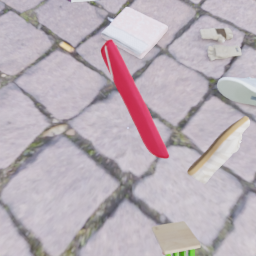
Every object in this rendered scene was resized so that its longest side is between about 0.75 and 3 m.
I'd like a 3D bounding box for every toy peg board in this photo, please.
[{"bbox_3d":[0.976,2.410,5.882,0.781,0.382,0.778,-4,18,-14],"label":"toy peg board"}]

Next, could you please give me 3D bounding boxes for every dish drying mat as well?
[{"bbox_3d":[0.088,-0.474,5.079,0.203,0.856,2.228,-28,101,-12],"label":"dish drying mat"}]

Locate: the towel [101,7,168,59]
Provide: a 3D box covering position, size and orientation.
[{"bbox_3d":[0.237,-3.715,10.732,1.945,0.314,1.858,32,67,14],"label":"towel"}]

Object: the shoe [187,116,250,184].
[{"bbox_3d":[2.020,0.491,6.040,0.465,0.609,1.743,42,107,9],"label":"shoe"}]

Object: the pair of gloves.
[{"bbox_3d":[3.427,-3.178,10.488,1.255,0.259,1.476,-10,65,-9],"label":"pair of gloves"}]

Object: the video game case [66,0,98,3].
[{"bbox_3d":[-0.803,-5.100,8.194,2.292,2.528,0.453,-27,51,-37],"label":"video game case"}]

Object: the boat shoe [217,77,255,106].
[{"bbox_3d":[4.067,-1.260,9.303,2.169,0.757,0.773,20,49,9],"label":"boat shoe"}]
